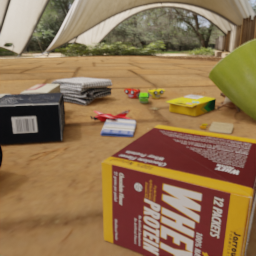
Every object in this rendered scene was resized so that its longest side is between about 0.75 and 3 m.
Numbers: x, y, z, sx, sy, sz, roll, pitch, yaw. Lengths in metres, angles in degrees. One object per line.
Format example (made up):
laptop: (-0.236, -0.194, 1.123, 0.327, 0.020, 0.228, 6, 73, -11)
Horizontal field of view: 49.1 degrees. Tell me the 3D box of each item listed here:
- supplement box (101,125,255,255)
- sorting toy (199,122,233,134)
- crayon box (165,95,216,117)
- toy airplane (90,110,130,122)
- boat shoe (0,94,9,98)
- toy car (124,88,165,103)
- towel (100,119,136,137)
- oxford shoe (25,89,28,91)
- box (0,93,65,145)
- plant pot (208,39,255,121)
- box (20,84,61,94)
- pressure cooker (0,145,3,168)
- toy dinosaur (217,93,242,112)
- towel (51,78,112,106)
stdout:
supplement box: (0.923, 0.941, 4.349, 1.930, 1.299, 1.956, 9, 20, 27)
sorting toy: (2.922, -0.002, 9.269, 1.010, 0.135, 0.753, 7, 23, 23)
crayon box: (2.557, -0.915, 11.453, 1.253, 0.501, 1.973, 16, 23, 41)
toy airplane: (-0.627, -0.425, 10.270, 1.612, 0.296, 1.612, -1, 15, 0)
boat shoe: (-5.032, -1.124, 12.049, 1.764, 0.546, 0.661, 8, 21, 30)
toy car: (0.748, -1.522, 13.456, 2.051, 0.457, 1.930, 1, 18, 5)
towel: (-0.294, -0.002, 9.178, 1.053, 0.171, 1.434, 3, 20, 4)
oxford shoe: (-3.977, -1.327, 12.538, 2.261, 0.653, 0.850, 15, 20, 34)
box: (-2.964, -0.361, 8.585, 1.914, 1.186, 1.881, -3, 18, -9)
plant pot: (4.458, -1.464, 9.866, 2.238, 2.391, 2.238, -26, -15, -8)
box: (-3.197, -0.945, 10.514, 0.969, 1.137, 1.779, 0, 18, 1)
pressure cooker: (-3.460, 0.567, 5.473, 1.524, 1.340, 1.361, 10, 17, 19)
toy dinosaur: (4.444, -1.096, 11.792, 1.121, 0.710, 1.655, 10, 15, 25)
towel: (-2.211, -1.817, 13.508, 2.436, 1.042, 2.017, 11, 19, 36)
